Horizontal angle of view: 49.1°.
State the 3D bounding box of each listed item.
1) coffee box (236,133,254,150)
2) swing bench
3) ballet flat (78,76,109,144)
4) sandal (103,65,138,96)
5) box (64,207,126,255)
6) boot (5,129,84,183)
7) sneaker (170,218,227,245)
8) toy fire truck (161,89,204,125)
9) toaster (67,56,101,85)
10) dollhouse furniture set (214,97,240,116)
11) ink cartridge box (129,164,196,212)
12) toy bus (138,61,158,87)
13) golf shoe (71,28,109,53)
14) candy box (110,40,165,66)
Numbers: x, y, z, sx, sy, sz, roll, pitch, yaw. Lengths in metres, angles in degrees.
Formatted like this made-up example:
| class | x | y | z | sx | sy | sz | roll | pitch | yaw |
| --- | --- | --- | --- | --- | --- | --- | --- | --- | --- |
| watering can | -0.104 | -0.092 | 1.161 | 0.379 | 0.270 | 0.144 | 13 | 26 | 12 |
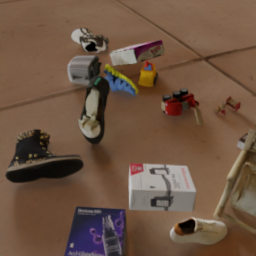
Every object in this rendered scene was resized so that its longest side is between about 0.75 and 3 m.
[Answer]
| class | x | y | z | sx | sy | sz | roll | pitch | yaw |
| --- | --- | --- | --- | --- | --- | --- | --- | --- | --- |
| coffee box | 4.595 | 0.683 | 10.290 | 0.556 | 0.388 | 0.972 | -30 | 49 | -29 |
| swing bench | 4.350 | 1.775 | 8.106 | 2.695 | 1.758 | 2.710 | 23 | 41 | 25 |
| ballet flat | -1.285 | -0.446 | 9.723 | 0.943 | 2.774 | 0.949 | 15 | 31 | 10 |
| sandal | -0.467 | -2.080 | 13.255 | 2.177 | 0.865 | 0.948 | 36 | 88 | 26 |
| box | -0.794 | 3.078 | 7.112 | 1.405 | 0.990 | 1.898 | 1 | 42 | 2 |
| boot | -2.862 | 0.870 | 9.738 | 2.491 | 0.912 | 1.876 | -11 | 42 | -5 |
| sneaker | 2.018 | 2.774 | 7.628 | 1.659 | 0.702 | 0.604 | -2 | 43 | -14 |
| toy fire truck | 2.360 | -0.783 | 11.675 | 1.411 | 1.031 | 1.603 | -21 | 35 | -23 |
| toaster | -2.159 | -2.911 | 13.843 | 1.262 | 1.110 | 1.954 | 5 | 41 | 10 |
| dollhouse furniture set | 4.273 | -0.833 | 12.091 | 1.038 | 0.422 | 0.559 | -36 | 51 | -12 |
| ink cartridge box | 0.826 | 1.504 | 7.168 | 1.585 | 0.661 | 1.151 | 2 | 26 | -2 |
| toy bus | 0.995 | -2.761 | 13.635 | 0.821 | 1.162 | 1.210 | 11 | 41 | 14 |
| golf shoe | -2.452 | -5.091 | 16.388 | 2.646 | 1.029 | 1.250 | 21 | 45 | 24 |
| candy box | 0.402 | -3.792 | 14.313 | 1.732 | 0.775 | 2.541 | -23 | 20 | -24 |
